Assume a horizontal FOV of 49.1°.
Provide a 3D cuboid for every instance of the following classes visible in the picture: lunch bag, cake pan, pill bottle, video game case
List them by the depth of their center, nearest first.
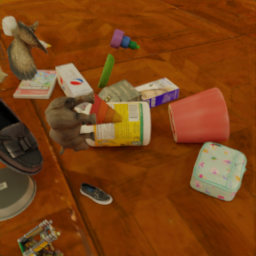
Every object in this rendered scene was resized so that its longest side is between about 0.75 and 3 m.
[{"bbox_3d":[-4.027,2.025,9.017,2.003,0.367,2.003,0,41,0],"label":"cake pan"},{"bbox_3d":[3.089,1.395,9.438,1.595,0.766,1.989,18,44,20],"label":"lunch bag"},{"bbox_3d":[-0.715,-0.128,10.519,2.947,1.662,1.662,-1,41,-2],"label":"pill bottle"},{"bbox_3d":[-0.452,-1.194,12.277,1.713,1.007,1.405,-25,47,-18],"label":"lunch bag"},{"bbox_3d":[-4.527,-2.209,14.035,1.670,0.204,2.336,1,41,2],"label":"video game case"}]

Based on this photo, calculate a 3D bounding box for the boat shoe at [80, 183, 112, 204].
[{"bbox_3d":[-1.047,2.058,8.965,1.147,0.380,0.401,22,45,23],"label":"boat shoe"}]

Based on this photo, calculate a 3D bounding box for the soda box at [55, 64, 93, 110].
[{"bbox_3d":[-2.542,-1.959,13.176,0.880,0.942,2.765,-19,45,-20],"label":"soda box"}]

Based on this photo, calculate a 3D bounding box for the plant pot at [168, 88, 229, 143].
[{"bbox_3d":[2.585,-0.347,10.635,1.862,2.105,2.105,-10,41,5],"label":"plant pot"}]

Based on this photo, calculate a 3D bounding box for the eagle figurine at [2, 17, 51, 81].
[{"bbox_3d":[-3.912,-3.257,10.872,1.807,1.817,2.394,-14,44,4],"label":"eagle figurine"}]

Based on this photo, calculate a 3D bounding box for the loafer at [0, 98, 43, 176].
[{"bbox_3d":[-3.261,0.004,7.393,2.878,0.906,1.034,45,35,11],"label":"loafer"}]

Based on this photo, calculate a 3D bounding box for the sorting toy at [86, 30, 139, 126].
[{"bbox_3d":[-0.342,-1.317,8.129,1.011,1.018,2.936,18,85,-9],"label":"sorting toy"}]

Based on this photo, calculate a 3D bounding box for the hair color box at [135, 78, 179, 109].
[{"bbox_3d":[1.245,-1.592,13.008,1.958,0.634,1.070,-23,46,-21],"label":"hair color box"}]

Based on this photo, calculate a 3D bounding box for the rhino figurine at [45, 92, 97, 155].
[{"bbox_3d":[-1.423,0.056,7.086,1.138,2.602,0.778,-6,63,-11],"label":"rhino figurine"}]

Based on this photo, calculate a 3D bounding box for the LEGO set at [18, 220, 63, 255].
[{"bbox_3d":[-1.920,3.149,7.039,0.964,1.279,1.663,-35,42,-12],"label":"LEGO set"}]

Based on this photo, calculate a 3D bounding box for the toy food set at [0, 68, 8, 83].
[{"bbox_3d":[-5.345,-2.534,9.507,1.772,2.788,0.439,-27,14,30],"label":"toy food set"}]
